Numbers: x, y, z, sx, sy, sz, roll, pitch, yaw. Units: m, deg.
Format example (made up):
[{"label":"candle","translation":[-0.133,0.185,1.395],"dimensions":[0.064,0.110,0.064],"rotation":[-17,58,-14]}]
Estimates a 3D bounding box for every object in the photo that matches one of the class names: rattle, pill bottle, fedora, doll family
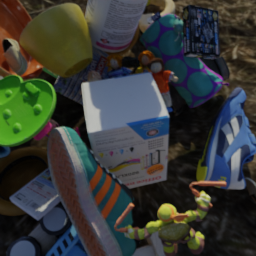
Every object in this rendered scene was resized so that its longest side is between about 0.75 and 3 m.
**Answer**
[{"label":"rattle","translation":[0.934,-4.260,9.578],"dimensions":[1.849,2.029,2.840],"rotation":[6,53,-13]},{"label":"pill bottle","translation":[-0.240,-3.271,7.021],"dimensions":[1.428,2.519,1.428],"rotation":[9,58,-15]},{"label":"fedora","translation":[-2.509,1.361,6.926],"dimensions":[1.835,0.748,1.835],"rotation":[1,55,-2]},{"label":"fedora","translation":[-0.605,-3.257,8.956],"dimensions":[1.980,1.980,0.807],"rotation":[-22,37,-12]},{"label":"doll family","translation":[0.046,-1.195,7.466],"dimensions":[2.588,1.606,1.166],"rotation":[-8,17,17]}]

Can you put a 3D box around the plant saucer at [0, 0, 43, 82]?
[{"label":"plant saucer","translation":[-3.057,-2.322,6.856],"dimensions":[0.416,2.575,2.575],"rotation":[-19,58,20]}]

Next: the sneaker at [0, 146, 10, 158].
[{"label":"sneaker","translation":[-3.408,0.387,6.273],"dimensions":[0.756,1.844,0.682],"rotation":[23,97,20]}]

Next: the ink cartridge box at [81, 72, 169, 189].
[{"label":"ink cartridge box","translation":[-0.049,0.170,6.619],"dimensions":[1.654,2.247,1.625],"rotation":[-11,47,-5]}]

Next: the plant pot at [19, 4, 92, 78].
[{"label":"plant pot","translation":[-1.595,-2.006,7.023],"dimensions":[1.736,1.736,1.232],"rotation":[-34,91,-18]}]

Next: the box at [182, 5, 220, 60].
[{"label":"box","translation":[1.842,-2.387,7.046],"dimensions":[0.967,0.280,1.217],"rotation":[-2,90,-27]}]

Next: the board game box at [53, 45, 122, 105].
[{"label":"board game box","translation":[-1.002,-1.568,8.338],"dimensions":[1.843,0.569,1.844],"rotation":[25,73,-21]}]

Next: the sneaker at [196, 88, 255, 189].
[{"label":"sneaker","translation":[2.751,0.287,7.425],"dimensions":[1.212,1.090,2.947],"rotation":[20,69,10]}]

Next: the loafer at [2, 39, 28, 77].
[{"label":"loafer","translation":[-2.713,-1.669,6.580],"dimensions":[0.414,0.374,1.094],"rotation":[-38,66,16]}]

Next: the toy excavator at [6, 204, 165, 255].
[{"label":"toy excavator","translation":[-0.774,2.646,6.052],"dimensions":[2.597,1.297,2.525],"rotation":[41,69,7]}]

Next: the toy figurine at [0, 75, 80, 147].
[{"label":"toy figurine","translation":[-1.924,-0.030,6.268],"dimensions":[1.519,1.863,2.024],"rotation":[-45,54,-7]}]

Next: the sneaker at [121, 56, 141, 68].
[{"label":"sneaker","translation":[0.178,-2.065,8.839],"dimensions":[1.035,0.593,0.395],"rotation":[-2,101,-15]}]

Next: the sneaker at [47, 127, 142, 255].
[{"label":"sneaker","translation":[-0.628,1.251,5.566],"dimensions":[1.148,1.026,2.874],"rotation":[-22,88,-43]}]

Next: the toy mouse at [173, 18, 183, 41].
[{"label":"toy mouse","translation":[1.523,-2.488,7.241],"dimensions":[1.021,0.222,1.148],"rotation":[-39,94,-35]}]

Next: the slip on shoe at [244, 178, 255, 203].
[{"label":"slip on shoe","translation":[3.155,1.616,7.066],"dimensions":[0.231,0.290,0.763],"rotation":[-23,70,-20]}]

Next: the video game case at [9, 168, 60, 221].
[{"label":"video game case","translation":[-1.632,1.224,6.125],"dimensions":[1.145,0.144,1.599],"rotation":[11,39,42]}]

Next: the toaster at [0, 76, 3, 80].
[{"label":"toaster","translation":[-3.448,-1.035,7.998],"dimensions":[1.530,1.383,0.908],"rotation":[17,58,9]}]

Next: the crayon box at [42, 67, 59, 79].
[{"label":"crayon box","translation":[-2.431,-2.570,9.213],"dimensions":[2.442,0.711,1.450],"rotation":[31,64,14]}]

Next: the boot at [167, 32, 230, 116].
[{"label":"boot","translation":[1.615,-1.906,8.535],"dimensions":[2.229,0.886,2.560],"rotation":[-28,78,-6]}]

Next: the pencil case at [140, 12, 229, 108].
[{"label":"pencil case","translation":[1.457,-1.846,7.620],"dimensions":[1.203,1.108,2.604],"rotation":[-36,88,16]}]

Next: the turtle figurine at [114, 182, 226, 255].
[{"label":"turtle figurine","translation":[0.915,1.763,4.967],"dimensions":[2.032,1.639,0.654],"rotation":[-25,41,3]}]
